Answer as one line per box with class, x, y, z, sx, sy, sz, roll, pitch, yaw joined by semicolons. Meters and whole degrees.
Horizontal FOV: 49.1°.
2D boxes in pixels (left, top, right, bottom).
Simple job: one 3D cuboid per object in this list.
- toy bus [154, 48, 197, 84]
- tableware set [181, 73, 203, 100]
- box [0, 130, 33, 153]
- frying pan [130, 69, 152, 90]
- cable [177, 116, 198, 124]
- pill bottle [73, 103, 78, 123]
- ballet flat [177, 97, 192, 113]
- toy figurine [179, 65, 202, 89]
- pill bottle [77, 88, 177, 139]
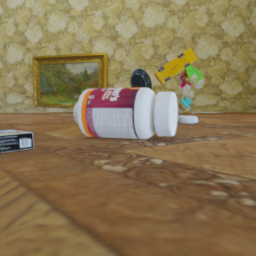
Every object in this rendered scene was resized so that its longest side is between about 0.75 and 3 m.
toy bus;1.484;-1.948;8.890;1.409;0.459;0.552;-36;8;-2
tableware set;1.936;-1.230;8.440;0.095;0.816;0.681;39;1;42
box;-3.175;0.315;5.679;1.155;0.364;2.098;4;6;40
frying pan;0.391;-1.701;12.795;0.372;2.286;1.383;-9;-44;48
cable;3.289;-0.460;15.473;1.100;0.381;1.100;1;5;12
pill bottle;-0.999;-0.593;11.451;2.340;1.278;1.278;2;5;20
ballet flat;2.325;-0.936;11.915;0.638;0.638;1.805;2;14;19
toy figurine;2.435;-2.051;11.689;0.751;1.000;0.920;-38;-4;-34
pill bottle;-0.002;-0.417;8.066;2.660;1.457;1.457;2;5;20
